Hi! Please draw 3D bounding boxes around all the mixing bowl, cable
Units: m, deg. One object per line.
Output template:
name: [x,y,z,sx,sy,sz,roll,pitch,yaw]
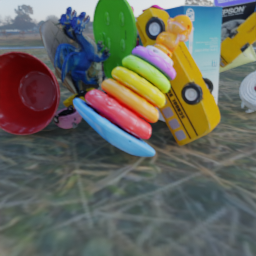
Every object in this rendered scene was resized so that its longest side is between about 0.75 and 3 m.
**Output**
mixing bowl: [-2.448,-0.872,6.913,1.926,1.926,1.043,3,13,8]
cable: [4.077,-1.166,8.535,1.299,1.299,0.450,-8,-23,24]

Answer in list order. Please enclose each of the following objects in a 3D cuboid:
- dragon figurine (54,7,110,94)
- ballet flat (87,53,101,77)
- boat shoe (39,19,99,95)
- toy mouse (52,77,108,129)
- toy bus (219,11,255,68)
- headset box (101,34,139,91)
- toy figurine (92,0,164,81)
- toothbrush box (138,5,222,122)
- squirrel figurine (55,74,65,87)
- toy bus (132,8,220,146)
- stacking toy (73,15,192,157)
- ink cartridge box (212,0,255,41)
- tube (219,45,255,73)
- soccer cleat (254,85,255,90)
dragon figurine: [-1.472,-1.729,7.557,1.486,2.990,0.880,2,42,-37]
ballet flat: [-0.939,-1.996,8.167,0.400,0.400,1.132,1,62,4]
boat shoe: [-1.960,-1.987,8.774,1.011,2.815,1.066,18,54,43]
toy mouse: [-1.031,-0.485,7.253,2.520,0.488,2.240,-31,27,-20]
toy bus: [3.205,-2.533,7.720,1.868,0.608,0.731,-42,-1,-1]
headset box: [0.020,-2.159,9.594,1.777,2.388,0.922,-2,5,-17]
toy figurine: [0.465,-2.728,8.548,2.395,2.602,1.954,-20,29,-35]
toothbrush box: [1.303,-1.654,7.608,1.227,2.876,2.106,-10,17,-26]
squirrel figurine: [-2.432,-2.511,12.949,1.729,1.223,1.613,17,19,34]
toy bus: [0.985,-1.131,6.153,1.108,2.831,0.921,-30,-1,37]
stacking toy: [0.323,-0.970,5.310,1.565,2.696,1.480,31,5,-35]
ink cartridge box: [3.308,-3.371,8.009,1.840,1.857,0.403,-9,61,5]
tube: [2.544,-2.018,8.741,2.565,0.744,0.666,-22,32,22]
soccer cleat: [4.644,-1.584,9.371,0.501,0.619,1.434,-22,21,-29]
